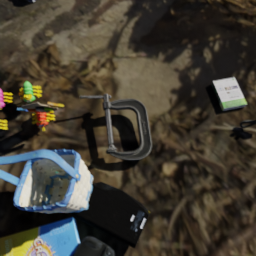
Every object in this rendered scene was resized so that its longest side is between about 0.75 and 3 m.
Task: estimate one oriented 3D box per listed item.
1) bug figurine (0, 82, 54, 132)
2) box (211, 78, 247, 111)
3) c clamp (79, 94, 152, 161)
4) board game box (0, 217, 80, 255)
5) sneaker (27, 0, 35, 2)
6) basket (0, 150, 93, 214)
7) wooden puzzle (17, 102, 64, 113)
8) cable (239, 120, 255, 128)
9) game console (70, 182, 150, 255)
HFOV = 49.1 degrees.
[{"bbox_3d":[-3.225,-0.507,8.031,2.012,0.518,1.560,-13,77,-5],"label":"bug figurine"},{"bbox_3d":[3.079,-1.038,8.582,0.735,0.185,1.018,-10,63,-5],"label":"box"},{"bbox_3d":[-0.287,-0.044,7.800,1.815,0.288,2.125,-9,69,-12],"label":"c clamp"},{"bbox_3d":[-2.089,3.126,6.388,2.076,0.419,1.588,-15,65,-7],"label":"board game box"},{"bbox_3d":[-3.788,-5.103,10.485,0.885,0.358,0.511,29,69,15],"label":"sneaker"},{"bbox_3d":[-1.884,1.126,6.227,1.805,2.047,1.424,-8,58,23],"label":"basket"},{"bbox_3d":[-2.332,-0.503,7.412,1.141,0.770,0.133,-9,78,35],"label":"wooden puzzle"},{"bbox_3d":[3.691,-0.226,7.947,0.476,0.981,0.247,44,37,-21],"label":"cable"},{"bbox_3d":[-0.786,2.686,6.388,1.737,0.355,2.945,24,55,12],"label":"game console"}]
